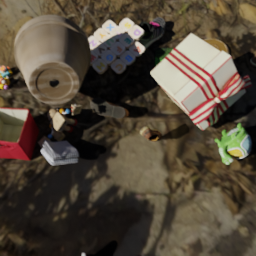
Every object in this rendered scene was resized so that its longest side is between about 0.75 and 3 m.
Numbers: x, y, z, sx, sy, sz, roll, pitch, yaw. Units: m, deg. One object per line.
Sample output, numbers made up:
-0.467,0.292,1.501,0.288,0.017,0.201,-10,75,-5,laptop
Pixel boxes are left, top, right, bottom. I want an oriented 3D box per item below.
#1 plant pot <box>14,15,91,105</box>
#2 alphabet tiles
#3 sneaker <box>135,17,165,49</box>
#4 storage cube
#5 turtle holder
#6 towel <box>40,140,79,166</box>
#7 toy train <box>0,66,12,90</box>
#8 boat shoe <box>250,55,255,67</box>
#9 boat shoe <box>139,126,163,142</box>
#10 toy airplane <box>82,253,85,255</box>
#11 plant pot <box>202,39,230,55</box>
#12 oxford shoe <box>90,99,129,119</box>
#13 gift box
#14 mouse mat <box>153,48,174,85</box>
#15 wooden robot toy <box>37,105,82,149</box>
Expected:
-2.584,-2.150,9.839,2.793,2.793,2.424,-11,43,-7,plant pot
-0.635,-3.570,12.123,2.647,0.193,2.589,-43,64,-1,alphabet tiles
0.995,-4.475,12.741,0.837,0.992,2.268,33,64,18,sneaker
-4.004,0.226,9.694,1.285,1.351,1.503,3,58,2,storage cube
3.672,0.590,9.600,0.971,1.039,1.368,53,30,-4,turtle holder
-2.315,0.798,9.477,0.933,0.482,1.127,-5,27,-37,towel
-5.489,-2.062,11.617,1.150,0.426,1.531,4,59,2,toy train
6.104,-3.196,12.197,1.624,0.601,0.600,-28,63,-16,boat shoe
0.856,0.302,9.615,0.456,1.266,0.428,-47,59,14,boat shoe
-1.196,4.213,7.337,1.763,1.250,1.771,39,66,21,toy airplane
3.808,-3.509,12.620,1.573,0.216,1.573,0,60,0,plant pot
-0.730,-0.699,10.781,1.652,0.589,0.589,22,98,23,oxford shoe
2.642,-1.491,9.788,2.331,2.527,2.359,-46,46,11,gift box
2.446,-2.713,12.051,2.681,0.101,2.158,-1,58,8,mouse mat
-2.553,-0.238,10.121,0.951,0.923,2.096,43,102,23,wooden robot toy
